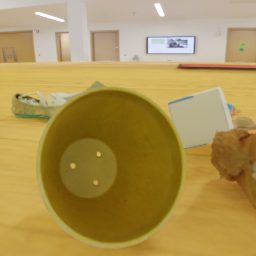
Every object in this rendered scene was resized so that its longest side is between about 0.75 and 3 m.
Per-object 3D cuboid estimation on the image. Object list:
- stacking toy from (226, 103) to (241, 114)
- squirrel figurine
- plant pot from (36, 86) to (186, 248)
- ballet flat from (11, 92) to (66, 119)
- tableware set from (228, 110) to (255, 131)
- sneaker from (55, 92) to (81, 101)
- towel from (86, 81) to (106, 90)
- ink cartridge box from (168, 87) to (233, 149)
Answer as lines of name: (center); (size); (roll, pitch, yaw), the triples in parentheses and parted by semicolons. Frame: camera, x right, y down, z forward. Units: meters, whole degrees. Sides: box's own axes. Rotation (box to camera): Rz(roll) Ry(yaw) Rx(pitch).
stacking toy: (3.998, -0.670, 10.626); (0.813, 0.446, 0.472); (4, 9, -31)
squirrel figurine: (2.470, 0.529, 4.820); (2.020, 1.429, 1.885); (16, 16, 36)
plant pot: (-0.393, 0.572, 4.150); (2.014, 2.014, 1.430); (-8, -7, -26)
ballet flat: (-2.911, -0.792, 9.902); (2.919, 1.032, 1.032); (6, 18, 20)
tableware set: (3.036, -0.254, 9.237); (1.947, 0.270, 2.331); (-8, 20, -23)
sneaker: (-2.246, -1.181, 11.532); (2.166, 0.798, 1.252); (-6, 20, -16)
towel: (-1.125, -1.423, 11.198); (0.911, 0.224, 1.228); (34, 32, -4)
ink cartridge box: (1.837, -0.287, 6.920); (1.191, 1.170, 1.617); (-16, 3, 22)
